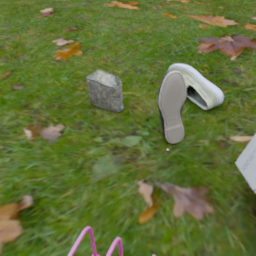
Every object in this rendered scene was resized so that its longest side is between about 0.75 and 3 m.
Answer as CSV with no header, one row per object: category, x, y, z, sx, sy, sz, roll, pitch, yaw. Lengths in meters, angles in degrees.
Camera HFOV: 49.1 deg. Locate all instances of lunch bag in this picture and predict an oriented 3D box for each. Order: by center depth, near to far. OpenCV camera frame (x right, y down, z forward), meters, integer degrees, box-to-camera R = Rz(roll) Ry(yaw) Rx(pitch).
lunch bag,-0.696,-1.251,9.701,1.348,1.106,0.793,26,49,27

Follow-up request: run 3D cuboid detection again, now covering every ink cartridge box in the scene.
ink cartridge box,3.818,1.379,5.724,2.076,1.176,2.832,17,27,-14

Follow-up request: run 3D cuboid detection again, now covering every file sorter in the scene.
file sorter,0.109,2.953,4.348,2.573,1.614,1.788,16,43,18

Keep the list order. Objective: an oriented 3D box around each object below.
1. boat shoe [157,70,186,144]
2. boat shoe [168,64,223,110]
boat shoe,1.187,-0.617,7.985,0.800,2.394,0.682,-13,38,-5
boat shoe,2.286,-1.563,10.258,0.790,0.917,2.547,-28,50,-27
